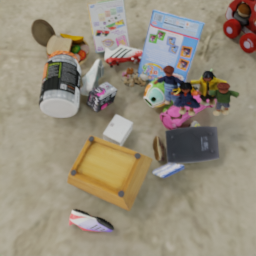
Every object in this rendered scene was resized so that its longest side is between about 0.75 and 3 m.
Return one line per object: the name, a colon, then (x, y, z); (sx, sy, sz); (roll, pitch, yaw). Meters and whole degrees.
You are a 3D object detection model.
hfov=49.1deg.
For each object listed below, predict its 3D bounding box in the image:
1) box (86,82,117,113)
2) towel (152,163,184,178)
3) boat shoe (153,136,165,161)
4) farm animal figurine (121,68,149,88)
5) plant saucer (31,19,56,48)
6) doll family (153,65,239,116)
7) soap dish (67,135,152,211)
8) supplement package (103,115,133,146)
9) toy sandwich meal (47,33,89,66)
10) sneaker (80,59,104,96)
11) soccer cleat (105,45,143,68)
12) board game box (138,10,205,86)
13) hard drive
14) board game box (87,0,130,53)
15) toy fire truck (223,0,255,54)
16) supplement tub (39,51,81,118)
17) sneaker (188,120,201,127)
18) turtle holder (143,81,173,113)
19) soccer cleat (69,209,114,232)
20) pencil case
box: (-1.078, -1.271, 11.444); (0.641, 0.738, 1.118); (36, 45, 15)
towel: (1.405, 1.497, 9.990); (0.893, 1.216, 0.145); (-23, 94, -13)
boat shoe: (1.216, 0.803, 10.815); (0.379, 0.380, 1.054); (12, 50, -23)
farm animal figurine: (0.243, -2.004, 11.829); (1.148, 1.161, 0.605); (12, 80, -1)
plant saucer: (-3.989, -4.417, 13.149); (0.197, 1.338, 1.338); (-10, 54, 40)
doll family: (2.356, -1.381, 10.053); (2.984, 1.725, 1.171); (-2, 54, 15)
soap dish: (-0.692, 1.438, 9.787); (2.536, 1.030, 1.995); (19, 67, 19)
supplement package: (-0.396, 0.135, 11.008); (0.784, 0.558, 1.006); (27, 65, 13)
toy sandwich meal: (-2.738, -3.592, 12.767); (1.965, 0.673, 1.965); (-1, 69, 3)
sneaker: (-1.594, -2.226, 12.182); (0.801, 0.703, 2.000); (0, 55, 22)
soccer cleat: (0.010, -3.381, 12.717); (2.211, 0.759, 0.942); (-9, 78, 1)
board game box: (1.697, -3.188, 11.673); (2.112, 2.792, 0.511); (19, 25, 9)
hard drive: (2.353, 0.620, 10.439); (1.948, 0.412, 1.314); (-5, 90, -4)
board game box: (-0.866, -4.610, 12.717); (1.622, 2.120, 0.427); (-10, 26, -6)
toy fire truck: (5.726, -4.983, 12.689); (1.554, 2.328, 2.772); (-32, 67, -15)
supplement tub: (-2.733, -1.814, 11.470); (1.546, 1.546, 2.523); (-1, 63, 0)
sneaker: (2.394, 0.325, 10.938); (0.543, 0.536, 1.421); (38, 72, 14)
turtle holder: (1.241, -1.261, 11.604); (0.958, 1.349, 1.025); (-44, 35, -10)
soccer cleat: (-1.246, 3.263, 9.462); (1.558, 0.531, 0.570); (19, 82, 8)
pencil case: (2.394, -0.699, 11.162); (2.215, 1.005, 1.037); (-33, 42, -13)
